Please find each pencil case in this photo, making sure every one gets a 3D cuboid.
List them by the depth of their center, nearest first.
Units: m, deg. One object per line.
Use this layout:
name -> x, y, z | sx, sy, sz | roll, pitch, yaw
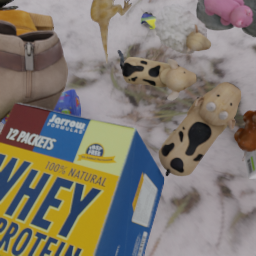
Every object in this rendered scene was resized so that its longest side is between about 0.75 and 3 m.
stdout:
pencil case -> -2.169, -0.531, 6.985 | 1.978, 0.772, 0.859 | -4, 36, -1

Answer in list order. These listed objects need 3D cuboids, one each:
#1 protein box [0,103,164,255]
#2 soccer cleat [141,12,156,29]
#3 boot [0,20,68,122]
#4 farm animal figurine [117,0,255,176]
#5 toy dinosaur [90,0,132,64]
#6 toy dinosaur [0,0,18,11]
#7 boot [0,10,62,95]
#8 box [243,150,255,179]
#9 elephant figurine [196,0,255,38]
protein box -> -0.687, 1.303, 3.753 | 1.583, 2.346, 2.329 | 12, 71, 20
soccer cleat -> 0.882, -3.213, 8.641 | 1.031, 0.333, 0.431 | 22, 95, 6
boot -> -1.781, -0.570, 3.457 | 2.045, 1.495, 0.718 | -10, 47, -26
farm animal figurine -> 0.938, -0.564, 3.944 | 1.957, 1.219, 2.423 | -19, 98, 27
toy dinosaur -> -0.451, -2.509, 5.848 | 0.619, 2.126, 1.075 | 28, 57, 16
toy dinosaur -> -2.525, -3.131, 5.609 | 1.094, 1.454, 2.843 | 49, 113, 22
boot -> -1.719, -1.202, 4.551 | 1.141, 0.561, 1.594 | -9, 74, -23
box -> 3.865, 0.421, 6.309 | 2.153, 1.091, 1.211 | 0, 64, 0
elephant figurine -> 1.848, -2.455, 5.144 | 2.155, 1.672, 1.525 | 11, 93, -7
